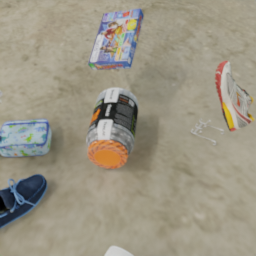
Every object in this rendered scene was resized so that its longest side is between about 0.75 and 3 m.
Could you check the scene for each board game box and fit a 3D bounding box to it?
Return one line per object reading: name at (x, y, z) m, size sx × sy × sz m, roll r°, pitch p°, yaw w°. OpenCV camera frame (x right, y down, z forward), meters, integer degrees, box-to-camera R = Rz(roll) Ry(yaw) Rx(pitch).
board game box at (-0.491, -3.659, 11.577) m, size 1.805 × 0.459 × 2.666 m, roll 4°, pitch 68°, yaw 25°

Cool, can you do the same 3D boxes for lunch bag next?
lunch bag at (-3.973, 0.344, 10.812) m, size 1.878 × 0.774 × 1.509 m, roll -2°, pitch 45°, yaw -4°

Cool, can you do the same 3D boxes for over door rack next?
over door rack at (3.216, 0.102, 11.289) m, size 1.109 × 0.369 × 0.819 m, roll 30°, pitch 55°, yaw 25°

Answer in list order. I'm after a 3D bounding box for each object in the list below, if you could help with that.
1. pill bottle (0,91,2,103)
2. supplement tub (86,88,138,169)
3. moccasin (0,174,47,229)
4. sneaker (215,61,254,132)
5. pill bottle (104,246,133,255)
pill bottle at (-4.867, -0.840, 9.827) m, size 0.620 × 0.620 × 1.118 m, roll 10°, pitch 63°, yaw 9°
supplement tub at (-0.564, -0.016, 10.466) m, size 1.737 × 1.737 × 2.834 m, roll 4°, pitch 47°, yaw 4°
moccasin at (-3.766, 2.401, 8.769) m, size 1.132 × 0.959 × 2.813 m, roll 31°, pitch 55°, yaw 26°
sneaker at (2.730, -0.849, 7.204) m, size 0.778 × 1.894 × 0.737 m, roll -17°, pitch 26°, yaw 15°
pill bottle at (-0.723, 4.361, 6.548) m, size 1.600 × 1.600 × 2.838 m, roll 24°, pitch 52°, yaw 21°
